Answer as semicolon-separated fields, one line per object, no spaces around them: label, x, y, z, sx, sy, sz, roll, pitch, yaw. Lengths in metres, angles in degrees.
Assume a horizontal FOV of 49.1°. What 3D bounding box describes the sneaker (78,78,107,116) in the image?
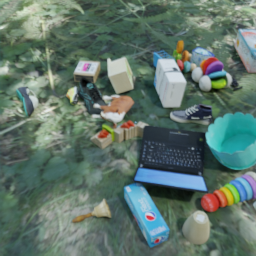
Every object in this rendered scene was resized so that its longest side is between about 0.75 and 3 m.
sneaker;-1.482;-1.257;11.476;0.818;0.860;2.170;-24;49;-26

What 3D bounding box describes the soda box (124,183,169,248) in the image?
soda box;0.468;2.356;7.784;0.544;0.575;1.695;-17;46;-17

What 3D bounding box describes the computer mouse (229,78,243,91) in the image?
computer mouse;4.758;-1.937;12.712;0.550;0.180;0.783;-18;52;-15

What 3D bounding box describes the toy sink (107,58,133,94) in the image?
toy sink;-0.328;-2.438;12.468;0.862;1.003;1.539;-17;41;9

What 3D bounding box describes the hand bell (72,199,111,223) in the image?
hand bell;-1.061;2.449;7.877;1.048;0.546;0.546;-21;46;-4

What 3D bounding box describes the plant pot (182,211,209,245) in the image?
plant pot;1.857;2.568;7.420;0.722;0.771;0.722;0;43;0

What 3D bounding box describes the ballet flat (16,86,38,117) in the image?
ballet flat;-4.102;-1.169;11.547;0.690;0.690;1.888;-20;44;-20

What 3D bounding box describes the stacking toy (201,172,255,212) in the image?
stacking toy;2.986;1.940;8.163;1.844;0.787;0.787;-18;46;-13

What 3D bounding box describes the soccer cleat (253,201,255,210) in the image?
soccer cleat;4.930;2.196;7.825;2.714;0.926;0.993;-10;56;-8

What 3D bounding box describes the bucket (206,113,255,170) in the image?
bucket;3.477;0.452;8.996;1.695;1.102;1.695;-23;41;21

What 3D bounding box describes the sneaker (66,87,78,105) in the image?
sneaker;-2.395;-1.318;11.916;0.477;0.413;1.057;-10;38;4

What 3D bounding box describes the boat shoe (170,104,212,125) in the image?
boat shoe;2.470;-0.612;10.844;1.611;0.747;0.601;6;43;5

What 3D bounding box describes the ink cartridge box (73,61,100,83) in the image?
ink cartridge box;-1.933;-2.670;13.269;1.002;0.457;1.217;6;44;5

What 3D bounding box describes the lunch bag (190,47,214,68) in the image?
lunch bag;3.633;-3.296;13.618;1.057;0.899;0.674;33;53;31

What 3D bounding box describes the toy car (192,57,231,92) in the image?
toy car;3.770;-2.463;12.475;1.443;1.237;1.649;-10;44;-12

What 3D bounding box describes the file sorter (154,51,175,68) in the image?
file sorter;1.761;-3.210;13.632;0.622;0.703;1.014;-22;47;-16

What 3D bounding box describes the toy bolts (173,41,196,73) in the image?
toy bolts;2.824;-3.374;13.558;0.988;1.361;1.425;4;61;-4

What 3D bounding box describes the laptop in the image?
laptop;1.394;0.860;8.822;2.164;1.261;2.442;8;64;7

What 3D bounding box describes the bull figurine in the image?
bull figurine;-0.590;-0.685;10.698;1.314;0.705;2.164;12;28;20

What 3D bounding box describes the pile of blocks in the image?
pile of blocks;-0.298;0.024;10.215;2.184;0.679;0.897;-16;45;-17

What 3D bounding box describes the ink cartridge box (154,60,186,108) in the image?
ink cartridge box;1.712;-1.876;11.786;0.750;1.287;1.780;-3;43;-10

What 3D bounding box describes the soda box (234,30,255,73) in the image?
soda box;6.302;-3.939;14.216;0.934;1.004;2.937;1;43;1
